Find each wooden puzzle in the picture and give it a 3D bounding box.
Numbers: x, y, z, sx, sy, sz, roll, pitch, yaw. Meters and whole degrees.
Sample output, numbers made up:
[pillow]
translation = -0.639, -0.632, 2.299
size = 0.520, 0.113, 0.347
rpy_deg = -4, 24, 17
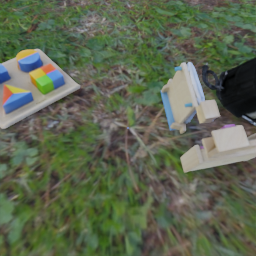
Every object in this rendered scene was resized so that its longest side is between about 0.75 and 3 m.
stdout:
[wooden puzzle]
translation = -3.285, -1.481, 8.577
size = 2.592, 0.648, 2.798
rpy_deg = -34, 57, -26

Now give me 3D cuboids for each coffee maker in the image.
[coffee maker]
translation = 3.402, -1.162, 6.728
size = 2.225, 2.317, 1.561
rpy_deg = 7, 72, -23

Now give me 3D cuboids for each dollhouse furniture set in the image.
[dollhouse furniture set]
translation = 1.977, -0.524, 6.324
size = 1.652, 2.390, 2.532
rpy_deg = -10, 73, -9
